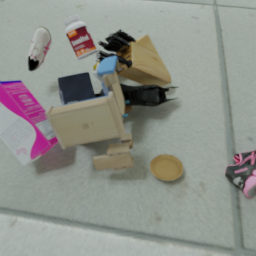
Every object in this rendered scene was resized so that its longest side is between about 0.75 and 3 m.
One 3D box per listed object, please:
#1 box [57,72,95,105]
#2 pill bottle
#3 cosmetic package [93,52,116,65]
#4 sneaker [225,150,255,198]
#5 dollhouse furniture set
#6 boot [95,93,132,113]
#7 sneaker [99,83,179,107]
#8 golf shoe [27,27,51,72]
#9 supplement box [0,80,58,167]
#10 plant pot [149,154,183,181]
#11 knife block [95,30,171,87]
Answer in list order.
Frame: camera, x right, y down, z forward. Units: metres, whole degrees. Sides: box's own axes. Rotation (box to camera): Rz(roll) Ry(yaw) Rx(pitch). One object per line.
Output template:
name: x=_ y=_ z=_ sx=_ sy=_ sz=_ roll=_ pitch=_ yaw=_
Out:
box: x=-1.619 y=-0.654 z=9.266 sx=1.027 sy=1.720 sz=1.749 roll=-13 pitch=80 yaw=-14
pill bottle: x=-1.692 y=-3.138 z=9.712 sx=0.778 sy=1.377 sz=0.778 roll=-23 pitch=13 yaw=6
cosmetic package: x=-0.358 y=-2.913 z=12.188 sx=2.116 sy=1.073 sz=0.754 roll=-17 pitch=89 yaw=-14
sneaker: x=4.026 y=0.992 z=8.822 sx=2.577 sy=1.018 sz=1.229 roll=-32 pitch=43 yaw=-28
dollhouse furniture set: x=-0.936 y=-0.459 z=8.580 sx=1.771 sy=2.562 sz=2.714 roll=-10 pitch=33 yaw=10
boot: x=-0.641 y=-0.922 z=10.567 sx=1.742 sy=0.657 sz=0.641 roll=0 pitch=38 yaw=-18
sneaker: x=0.467 y=-1.188 z=10.057 sx=1.514 sy=0.872 sz=2.903 roll=4 pitch=8 yaw=40
golf shoe: x=-3.323 y=-2.871 z=10.418 sx=0.649 sy=1.788 sz=0.823 roll=19 pitch=42 yaw=-13
supplement box: x=-3.289 y=-0.184 z=8.684 sx=2.358 sy=1.193 sz=1.219 roll=52 pitch=16 yaw=-2
plant pot: x=1.194 y=1.258 z=8.765 sx=1.050 sy=0.144 sz=1.050 roll=-2 pitch=42 yaw=2
knife block: x=0.162 y=-2.265 z=10.383 sx=0.923 sy=2.886 sz=2.534 roll=-13 pitch=27 yaw=45
